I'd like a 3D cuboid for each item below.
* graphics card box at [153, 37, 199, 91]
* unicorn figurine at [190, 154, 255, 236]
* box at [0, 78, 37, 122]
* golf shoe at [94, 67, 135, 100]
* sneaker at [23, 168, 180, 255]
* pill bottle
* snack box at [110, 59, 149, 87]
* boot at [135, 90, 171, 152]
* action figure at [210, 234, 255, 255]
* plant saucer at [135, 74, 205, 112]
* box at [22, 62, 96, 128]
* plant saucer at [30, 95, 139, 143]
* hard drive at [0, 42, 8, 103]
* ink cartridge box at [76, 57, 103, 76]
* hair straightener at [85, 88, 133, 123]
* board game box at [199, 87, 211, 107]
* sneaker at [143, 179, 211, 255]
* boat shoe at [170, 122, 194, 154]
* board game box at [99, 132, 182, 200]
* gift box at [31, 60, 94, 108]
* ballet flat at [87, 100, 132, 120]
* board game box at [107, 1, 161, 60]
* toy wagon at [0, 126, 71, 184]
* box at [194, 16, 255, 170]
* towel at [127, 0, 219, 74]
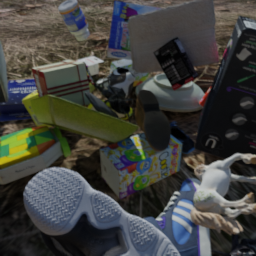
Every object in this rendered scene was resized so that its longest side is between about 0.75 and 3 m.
[{"bbox_3d":[1.221,-1.632,7.219,0.295,1.161,0.729,-34,6,-41],"label":"graphics card box"},{"bbox_3d":[1.523,0.910,4.575,1.296,0.697,1.887,-16,9,41],"label":"unicorn figurine"},{"bbox_3d":[-3.432,-1.058,9.463,1.453,0.389,2.398,-6,36,-8],"label":"box"},{"bbox_3d":[-0.332,-1.340,8.737,1.127,0.927,2.384,-51,24,3],"label":"golf shoe"},{"bbox_3d":[-0.269,1.393,3.238,2.120,1.207,0.800,37,58,14],"label":"sneaker"},{"bbox_3d":[-1.600,-3.249,8.525,0.620,1.106,0.620,-12,49,15],"label":"pill bottle"},{"bbox_3d":[0.068,-1.946,9.936,1.513,1.076,0.401,-22,53,-29],"label":"snack box"},{"bbox_3d":[0.507,-0.072,6.336,0.608,0.623,1.652,3,49,-20],"label":"boot"},{"bbox_3d":[2.383,2.084,4.381,2.044,1.043,1.215,4,46,3],"label":"action figure"},{"bbox_3d":[1.464,-1.316,9.327,2.425,0.609,2.425,5,30,-3],"label":"plant saucer"},{"bbox_3d":[-1.942,-1.061,8.490,0.675,1.014,2.695,-12,26,27],"label":"box"},{"bbox_3d":[-1.135,-0.128,6.464,2.080,0.499,2.083,19,-7,-28],"label":"plant saucer"},{"bbox_3d":[-3.843,-2.127,7.907,0.413,2.511,1.753,-7,63,-17],"label":"hard drive"},{"bbox_3d":[-1.763,-2.423,11.321,1.423,0.479,0.833,-25,42,-32],"label":"ink cartridge box"},{"bbox_3d":[-0.332,-0.431,6.889,0.568,1.069,2.778,55,13,18],"label":"hair straightener"},{"bbox_3d":[2.862,-0.978,8.337,0.937,1.224,0.247,31,25,-1],"label":"board game box"},{"bbox_3d":[0.595,1.671,5.049,1.533,0.843,2.093,9,41,0],"label":"sneaker"},{"bbox_3d":[1.186,0.120,7.135,0.595,0.485,1.414,-38,36,-18],"label":"boat shoe"},{"bbox_3d":[0.301,0.748,6.394,1.662,0.871,0.856,-20,38,-26],"label":"board game box"},{"bbox_3d":[-1.497,-0.944,6.602,1.111,1.190,1.098,-21,31,-27],"label":"gift box"},{"bbox_3d":[-0.655,-0.534,8.580,1.554,0.519,0.521,9,39,9],"label":"ballet flat"},{"bbox_3d":[0.481,-3.127,9.200,2.144,0.442,2.149,6,63,-5],"label":"board game box"},{"bbox_3d":[-2.481,0.483,6.362,2.000,0.510,2.578,-20,22,-18],"label":"toy wagon"},{"bbox_3d":[2.758,-0.829,6.500,1.541,2.905,1.776,18,31,8],"label":"box"},{"bbox_3d":[1.120,-2.414,7.617,2.533,1.679,0.437,-2,10,34],"label":"towel"}]
